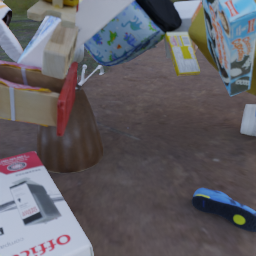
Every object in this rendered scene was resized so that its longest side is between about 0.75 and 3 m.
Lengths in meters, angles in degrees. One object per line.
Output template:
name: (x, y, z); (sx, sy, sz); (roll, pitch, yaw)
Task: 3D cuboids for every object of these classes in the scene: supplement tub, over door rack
supplement tub: (4.041, -0.156, 8.044); (1.387, 0.915, 0.915); (10, 28, 18)
over door rack: (-2.626, -2.697, 13.110); (1.992, 0.898, 2.696); (10, 28, 18)
supplement tub: (-2.269, -2.626, 9.367); (1.360, 0.986, 0.986); (-9, 27, -37)

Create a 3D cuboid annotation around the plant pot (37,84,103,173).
plant pot: (-1.505, -0.124, 6.950); (1.708, 1.828, 1.708); (0, 26, 0)

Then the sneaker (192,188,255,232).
sneaker: (1.922, 1.473, 5.323); (1.360, 0.448, 0.533); (17, 28, 30)

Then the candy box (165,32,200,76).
candy box: (1.252, -1.719, 6.463); (0.561, 0.145, 1.097); (-8, 72, -15)

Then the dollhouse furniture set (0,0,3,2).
dollhouse furniture set: (-4.183, -3.294, 7.239); (0.917, 1.877, 1.601); (-10, -25, 32)

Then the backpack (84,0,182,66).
backpack: (-0.140, -2.968, 8.214); (2.587, 2.110, 1.989); (-25, 17, 46)

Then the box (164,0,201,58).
box: (1.847, -3.290, 9.302); (0.912, 1.305, 1.714); (5, 42, 23)

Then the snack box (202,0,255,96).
snack box: (1.653, -1.584, 4.689); (0.411, 2.215, 1.287); (-20, 65, 12)

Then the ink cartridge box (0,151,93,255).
ink cartridge box: (-1.926, 1.626, 4.228); (1.993, 1.125, 2.716); (-15, 30, -29)

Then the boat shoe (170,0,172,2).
boat shoe: (1.094, -4.178, 9.230); (0.327, 0.349, 0.969); (10, 6, 37)

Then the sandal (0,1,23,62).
sandal: (-2.665, -2.217, 5.974); (0.527, 1.839, 0.705); (-37, 2, -38)

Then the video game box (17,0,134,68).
video game box: (-0.859, -2.415, 5.478); (2.653, 0.621, 2.417); (-28, 35, 32)

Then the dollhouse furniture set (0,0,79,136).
dollhouse furniture set: (-1.533, -1.295, 4.252); (1.542, 2.866, 1.166); (11, 43, -7)

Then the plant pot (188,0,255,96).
plant pot: (3.244, -2.459, 7.040); (2.747, 2.766, 2.829); (30, -2, -43)
